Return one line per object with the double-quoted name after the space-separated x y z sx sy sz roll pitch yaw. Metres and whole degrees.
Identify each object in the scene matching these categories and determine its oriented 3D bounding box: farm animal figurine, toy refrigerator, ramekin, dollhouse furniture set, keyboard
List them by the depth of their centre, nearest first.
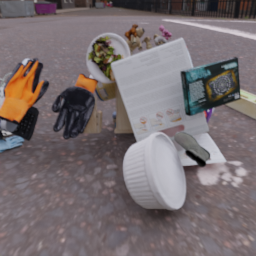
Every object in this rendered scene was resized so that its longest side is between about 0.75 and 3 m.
0.587 1.017 6.322 0.809 1.737 1.737 -19 17 29 "ramekin"
0.481 -2.536 8.156 1.354 1.094 0.681 0 47 -14 "farm animal figurine"
-4.063 -0.300 8.759 2.764 1.438 0.548 18 5 27 "keyboard"
-0.129 -0.900 9.279 2.555 1.766 2.706 0 8 5 "dollhouse furniture set"
4.814 -0.982 11.186 0.730 0.673 1.924 -13 31 -25 "toy refrigerator"

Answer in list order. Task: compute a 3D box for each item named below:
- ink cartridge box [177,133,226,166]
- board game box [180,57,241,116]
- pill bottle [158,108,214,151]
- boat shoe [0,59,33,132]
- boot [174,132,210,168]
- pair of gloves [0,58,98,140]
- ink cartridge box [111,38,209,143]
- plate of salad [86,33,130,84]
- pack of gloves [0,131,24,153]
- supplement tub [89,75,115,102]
1.993 0.720 8.280 1.275 0.394 1.572 -5 32 -4 "ink cartridge box"
1.971 -0.990 6.580 1.553 1.050 0.219 -18 19 -21 "board game box"
1.709 -0.343 8.411 1.375 1.375 2.468 12 31 22 "pill bottle"
-3.475 -1.035 8.194 0.961 2.253 0.832 14 -8 11 "boat shoe"
1.441 0.473 6.483 1.019 0.345 0.665 38 21 18 "boot"
-2.076 -0.812 7.522 2.370 0.293 2.111 19 61 -12 "pair of gloves"
0.844 -0.831 7.224 1.930 2.379 0.596 -16 13 13 "ink cartridge box"
-0.590 -1.903 7.671 1.358 1.358 0.326 11 11 20 "plate of salad"
-4.405 0.386 8.893 1.884 0.372 1.583 -24 35 -38 "pack of gloves"
-0.451 -1.449 8.958 1.359 0.983 0.983 -14 23 18 "supplement tub"
